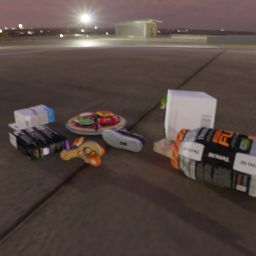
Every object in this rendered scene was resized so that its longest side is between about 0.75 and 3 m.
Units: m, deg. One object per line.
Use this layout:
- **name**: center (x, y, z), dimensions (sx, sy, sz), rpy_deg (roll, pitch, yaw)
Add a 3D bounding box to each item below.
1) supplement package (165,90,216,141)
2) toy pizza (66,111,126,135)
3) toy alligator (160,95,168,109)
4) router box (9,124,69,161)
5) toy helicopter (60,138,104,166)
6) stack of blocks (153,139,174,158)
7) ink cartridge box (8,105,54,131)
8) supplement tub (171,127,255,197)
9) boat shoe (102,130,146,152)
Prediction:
- **supplement package**: center (2.394, -0.593, 11.381), dimensions (1.630, 1.693, 2.976), rpy_deg (5, 13, 5)
- **toy pizza**: center (-1.475, -0.345, 12.891), dimensions (2.746, 0.435, 2.746), rpy_deg (-1, 20, 0)
- **toy alligator**: center (2.134, -1.528, 15.626), dimensions (0.583, 0.533, 1.965), rpy_deg (1, 16, 22)
- **router box**: center (-3.465, 0.503, 10.829), dimensions (1.518, 0.520, 2.035), rpy_deg (-17, 28, -37)
- **toy helicopter**: center (-1.677, 0.785, 9.551), dimensions (1.600, 1.058, 0.631), rpy_deg (-12, 34, 24)
- **stack of blocks**: center (1.553, 0.789, 10.409), dimensions (0.622, 0.316, 1.080), rpy_deg (-20, 29, -40)
- **ink cartridge box**: center (-4.574, -0.494, 13.178), dimensions (1.074, 0.628, 1.852), rpy_deg (20, 29, 40)
- **supplement tub**: center (2.787, 0.910, 8.330), dimensions (2.716, 1.664, 1.664), rpy_deg (12, 25, 27)
- **boat shoe**: center (-0.166, 0.369, 10.810), dimensions (1.838, 0.679, 0.628), rpy_deg (11, 34, 34)
